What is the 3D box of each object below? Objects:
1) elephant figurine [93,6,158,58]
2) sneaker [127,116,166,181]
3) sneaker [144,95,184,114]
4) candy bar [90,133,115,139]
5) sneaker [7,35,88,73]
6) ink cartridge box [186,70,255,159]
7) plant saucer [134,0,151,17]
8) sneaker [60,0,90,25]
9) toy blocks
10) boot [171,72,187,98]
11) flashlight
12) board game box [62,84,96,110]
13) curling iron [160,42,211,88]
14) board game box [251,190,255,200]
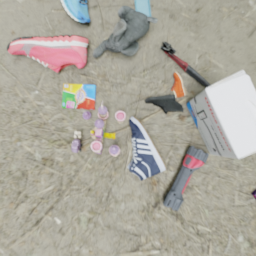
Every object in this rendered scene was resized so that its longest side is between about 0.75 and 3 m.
[{"bbox_3d":[-0.167,-3.145,9.847,1.368,1.501,1.934,34,76,-4],"label":"elephant figurine"},{"bbox_3d":[0.307,0.784,9.875,1.211,0.783,2.233,-29,89,-4],"label":"sneaker"},{"bbox_3d":[1.297,-0.805,10.122,1.342,0.403,0.700,-8,87,8],"label":"sneaker"},{"bbox_3d":[-0.923,0.263,10.250,0.923,0.102,0.230,5,83,1],"label":"candy bar"},{"bbox_3d":[-2.883,-2.589,9.986,2.967,1.094,1.287,-1,103,6],"label":"sneaker"},{"bbox_3d":[3.046,-0.279,8.829,1.248,2.960,2.161,-24,86,1],"label":"ink cartridge box"},{"bbox_3d":[0.507,-4.936,10.609,0.579,0.157,1.656,-6,87,0],"label":"plant saucer"},{"bbox_3d":[-1.808,-4.981,9.904,1.164,1.015,2.589,-13,98,22],"label":"sneaker"},{"bbox_3d":[-1.046,0.072,9.463,1.749,1.473,1.635,9,76,1],"label":"toy blocks"},{"bbox_3d":[1.772,-1.573,10.271,0.521,0.364,0.971,-18,87,4],"label":"boot"},{"bbox_3d":[2.018,1.782,9.844,0.771,0.774,2.277,25,90,4],"label":"flashlight"},{"bbox_3d":[-1.798,-1.142,10.283,1.187,0.239,0.909,2,86,0],"label":"board game box"},{"bbox_3d":[2.089,-2.234,10.221,2.471,0.613,0.316,44,97,-1],"label":"curling iron"},{"bbox_3d":[5.750,2.202,10.013,2.306,0.372,1.384,-39,91,-3],"label":"board game box"}]
